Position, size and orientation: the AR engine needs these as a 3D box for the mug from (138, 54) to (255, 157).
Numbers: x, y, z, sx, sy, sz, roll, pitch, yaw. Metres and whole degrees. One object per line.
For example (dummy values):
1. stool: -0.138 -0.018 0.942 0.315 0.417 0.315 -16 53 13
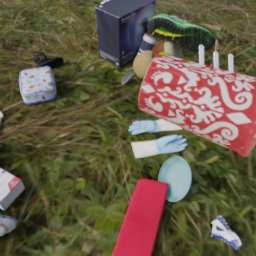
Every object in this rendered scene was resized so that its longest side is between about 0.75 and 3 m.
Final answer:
1. mug: 1.935 -0.637 7.426 2.902 2.576 1.936 21 86 14

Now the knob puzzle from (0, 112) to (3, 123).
1. knob puzzle: -5.985 -0.358 10.937 2.282 0.316 2.282 0 47 0

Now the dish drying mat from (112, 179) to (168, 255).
1. dish drying mat: 0.414 2.666 8.136 1.012 0.240 2.635 10 49 15

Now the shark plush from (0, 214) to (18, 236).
1. shark plush: -4.549 2.677 8.048 2.749 1.249 1.145 1 22 29

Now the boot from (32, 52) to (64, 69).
1. boot: -3.894 -3.311 13.590 1.326 0.499 0.991 -21 50 -18

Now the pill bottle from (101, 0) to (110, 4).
1. pill bottle: -0.601 -6.400 16.020 1.219 1.219 2.132 -34 55 -28

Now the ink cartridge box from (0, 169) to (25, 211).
1. ink cartridge box: -4.044 1.834 8.724 1.252 0.519 0.919 23 51 20

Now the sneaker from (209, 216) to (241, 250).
1. sneaker: 2.598 2.989 7.768 0.577 0.404 1.000 -21 43 -14

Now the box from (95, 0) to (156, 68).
1. box: -0.091 -4.762 13.518 1.609 2.591 2.612 33 55 27

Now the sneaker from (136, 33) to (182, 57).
1. sneaker: 1.487 -3.657 13.783 2.582 1.401 0.905 2 34 -42

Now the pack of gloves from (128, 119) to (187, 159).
1. pack of gloves: 1.090 0.199 10.357 2.057 0.406 1.728 -8 48 -8

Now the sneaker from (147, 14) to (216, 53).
1. sneaker: 2.171 -3.850 10.977 2.690 1.049 1.146 23 48 2

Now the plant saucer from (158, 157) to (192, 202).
1. plant saucer: 1.484 1.579 8.621 0.247 1.374 1.374 17 37 -34

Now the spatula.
1. spatula: 2.973 -1.613 9.367 1.628 0.188 2.342 11 68 -13

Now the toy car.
1. toy car: 1.085 -2.539 12.332 2.821 2.226 2.318 -8 34 33

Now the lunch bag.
1. lunch bag: -3.942 -1.863 12.100 1.523 0.718 1.901 -14 49 -10
